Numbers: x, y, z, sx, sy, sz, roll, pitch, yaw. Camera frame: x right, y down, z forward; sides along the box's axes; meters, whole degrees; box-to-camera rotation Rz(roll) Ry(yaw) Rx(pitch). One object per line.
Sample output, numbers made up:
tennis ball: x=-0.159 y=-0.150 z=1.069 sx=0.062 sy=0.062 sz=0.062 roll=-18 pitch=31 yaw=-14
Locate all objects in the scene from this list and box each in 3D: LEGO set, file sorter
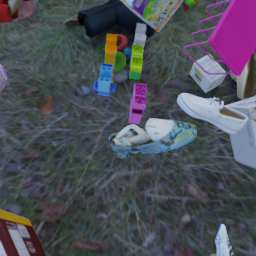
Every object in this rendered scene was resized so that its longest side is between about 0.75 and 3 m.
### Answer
LEGO set: x=-0.177 y=-1.156 z=6.190 sx=1.012 sy=1.089 sz=2.654 roll=7 pitch=51 yaw=-4
file sorter: x=2.570 y=-2.528 z=7.431 sx=1.331 sy=1.201 sz=1.915 roll=37 pitch=79 yaw=-29

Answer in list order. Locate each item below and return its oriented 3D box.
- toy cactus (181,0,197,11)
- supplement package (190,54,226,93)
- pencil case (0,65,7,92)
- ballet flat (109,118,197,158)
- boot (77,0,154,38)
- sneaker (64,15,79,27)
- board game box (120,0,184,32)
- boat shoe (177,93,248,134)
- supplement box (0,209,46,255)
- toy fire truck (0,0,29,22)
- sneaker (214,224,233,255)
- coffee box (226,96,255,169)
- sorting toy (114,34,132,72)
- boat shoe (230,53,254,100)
toy cactus: x=1.810 y=-4.894 z=10.293 sx=1.424 sy=0.883 sz=1.726 roll=-23 pitch=71 yaw=11
supplement package: x=2.539 y=-1.734 z=8.956 sx=0.648 sy=0.653 sz=0.861 roll=-30 pitch=71 yaw=-12
pencil case: x=-3.613 y=-0.959 z=6.674 sx=0.944 sy=0.927 sz=2.209 roll=-5 pitch=24 yaw=-4
ballet flat: x=0.403 y=0.176 z=5.969 sx=2.088 sy=0.775 sz=0.775 roll=-20 pitch=63 yaw=34
boot: x=-0.475 y=-3.507 z=9.544 sx=1.899 sy=0.863 sz=2.260 roll=-33 pitch=65 yaw=-16
sneaker: x=-1.934 y=-3.872 z=10.078 sx=0.830 sy=0.292 sz=0.313 roll=-22 pitch=52 yaw=-13
board game box: x=0.422 y=-3.540 z=6.875 sx=1.343 sy=2.607 sz=1.367 roll=43 pitch=108 yaw=9
boat shoe: x=1.584 y=-0.360 z=5.210 sx=1.337 sy=0.467 sz=0.474 roll=29 pitch=47 yaw=0
supplement box: x=-2.683 y=3.313 z=5.947 sx=1.603 sy=2.381 sz=2.414 roll=-29 pitch=70 yaw=-14
toy fire truck: x=-2.375 y=-2.743 z=5.505 sx=1.941 sy=1.249 sz=1.708 roll=8 pitch=57 yaw=11
sneaker: x=2.007 y=2.455 z=5.842 sx=0.375 sy=1.036 sz=0.372 roll=3 pitch=21 yaw=31
coffee box: x=3.794 y=-0.174 z=6.660 sx=2.572 sy=1.026 sz=1.454 roll=-17 pitch=100 yaw=-10
sorting toy: x=-0.245 y=-2.443 z=9.383 sx=0.823 sy=0.562 sz=1.369 roll=1 pitch=79 yaw=16
boat shoe: x=3.643 y=-1.755 z=9.036 sx=0.618 sy=0.686 sz=1.903 roll=-3 pitch=68 yaw=38
